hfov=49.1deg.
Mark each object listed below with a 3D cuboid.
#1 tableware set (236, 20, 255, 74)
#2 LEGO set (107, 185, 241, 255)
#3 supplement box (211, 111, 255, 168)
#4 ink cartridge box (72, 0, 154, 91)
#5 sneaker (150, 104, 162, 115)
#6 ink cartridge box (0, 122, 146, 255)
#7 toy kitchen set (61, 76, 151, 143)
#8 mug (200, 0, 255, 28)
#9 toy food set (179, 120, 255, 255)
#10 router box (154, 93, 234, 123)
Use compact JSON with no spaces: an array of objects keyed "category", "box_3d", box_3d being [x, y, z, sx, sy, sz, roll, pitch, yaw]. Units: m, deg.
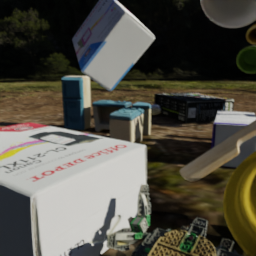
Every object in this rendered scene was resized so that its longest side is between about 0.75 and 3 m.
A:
[{"category":"tableware set","box_3d":[4.042,-1.812,6.180,2.939,1.980,0.451,15,40,19]},{"category":"LEGO set","box_3d":[0.548,1.423,2.108,1.655,0.722,2.548,-9,27,7]},{"category":"supplement box","box_3d":[2.480,0.200,6.546,0.961,0.941,1.860,4,13,18]},{"category":"ink cartridge box","box_3d":[-0.367,-1.621,5.094,0.695,1.187,1.642,31,21,-31]},{"category":"sneaker","box_3d":[0.778,-0.675,11.843,1.230,0.464,0.708,0,19,37]},{"category":"ink cartridge box","box_3d":[-1.287,0.723,3.871,2.605,1.079,1.899,9,15,34]},{"category":"toy kitchen set","box_3d":[-0.939,-0.577,8.170,2.960,1.744,2.372,4,13,18]},{"category":"mug","box_3d":[2.082,-2.617,4.746,1.462,1.080,1.282,-19,36,52]},{"category":"toy food set","box_3d":[1.968,0.945,2.801,1.662,0.923,2.825,-38,29,-3]},{"category":"router box","box_3d":[2.578,-0.894,11.563,2.083,0.864,2.780,-5,14,-19]}]
